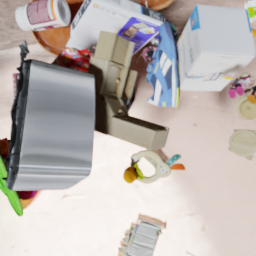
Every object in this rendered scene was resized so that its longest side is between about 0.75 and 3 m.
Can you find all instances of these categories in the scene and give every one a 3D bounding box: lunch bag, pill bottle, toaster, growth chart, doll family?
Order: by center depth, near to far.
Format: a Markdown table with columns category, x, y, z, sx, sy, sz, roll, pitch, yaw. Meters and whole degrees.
| category | x | y | z | sx | sy | sz | roll | pitch | yaw |
| --- | --- | --- | --- | --- | --- | --- | --- | --- | --- |
| doll family | 2.826 | -0.869 | 5.576 | 1.561 | 0.704 | 0.969 | -16 | 22 | 48 |
| toaster | -1.844 | 0.015 | 6.353 | 1.635 | 2.755 | 2.491 | 7 | 68 | -23 |
| growth chart | 0.338 | 3.013 | 7.420 | 0.978 | 0.120 | 1.351 | 18 | 47 | 19 |
| lunch bag | -1.430 | -1.637 | 7.434 | 1.157 | 1.313 | 0.538 | -38 | 82 | 15 |
| pill bottle | -2.558 | -3.375 | 8.399 | 1.448 | 0.827 | 0.827 | -3 | 42 | 17 |
| growth chart | 4.023 | -3.701 | 8.726 | 0.956 | 0.691 | 0.085 | -23 | 12 | -10 |

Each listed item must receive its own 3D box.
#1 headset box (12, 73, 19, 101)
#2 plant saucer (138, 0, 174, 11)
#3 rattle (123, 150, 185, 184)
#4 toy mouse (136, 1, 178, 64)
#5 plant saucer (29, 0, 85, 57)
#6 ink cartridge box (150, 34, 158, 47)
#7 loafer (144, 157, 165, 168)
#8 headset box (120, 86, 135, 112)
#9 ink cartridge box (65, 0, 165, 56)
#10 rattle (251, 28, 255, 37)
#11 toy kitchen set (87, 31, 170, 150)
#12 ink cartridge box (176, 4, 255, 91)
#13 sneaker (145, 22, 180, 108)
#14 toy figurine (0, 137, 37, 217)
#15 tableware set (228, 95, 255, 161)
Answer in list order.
| category | x | y | z | sx | sy | sz | roll | pitch | yaw |
| --- | --- | --- | --- | --- | --- | --- | --- | --- | --- |
| headset box | -2.703 | -0.919 | 8.265 | 1.245 | 1.673 | 0.646 | -5 | 11 | -30 |
| plant saucer | 1.154 | -5.089 | 11.078 | 1.507 | 0.243 | 1.507 | -11 | 50 | 14 |
| rattle | 0.645 | 0.941 | 6.578 | 1.343 | 0.959 | 0.874 | 4 | 78 | 13 |
| toy mouse | 1.142 | -3.168 | 10.288 | 1.987 | 2.236 | 0.433 | 22 | 35 | -5 |
| plant saucer | -2.282 | -3.881 | 10.148 | 2.619 | 2.619 | 0.423 | -19 | 26 | -19 |
| ink cartridge box | 1.413 | -3.605 | 11.693 | 1.106 | 0.242 | 1.116 | 14 | 38 | -23 |
| loafer | 0.915 | 1.075 | 9.246 | 0.993 | 0.339 | 0.376 | 33 | 53 | 29 |
| headset box | -1.014 | -1.134 | 11.147 | 2.194 | 0.847 | 1.633 | 12 | 46 | 14 |
| ink cartridge box | -0.494 | -3.096 | 8.926 | 2.413 | 2.436 | 0.529 | 7 | 70 | -30 |
| rattle | 2.732 | -2.352 | 8.980 | 1.654 | 2.315 | 1.507 | 43 | 20 | 20 |
| toy kitchen set | 0.310 | -0.946 | 7.424 | 2.188 | 2.425 | 1.978 | 19 | 9 | 26 |
| ink cartridge box | 2.217 | -2.049 | 7.632 | 1.401 | 1.937 | 1.426 | 1 | 71 | -8 |
| sneaker | 0.888 | -1.644 | 7.503 | 0.938 | 2.280 | 0.843 | -1 | 8 | 16 |
| toy figurine | -2.756 | 0.931 | 8.638 | 2.494 | 2.034 | 2.710 | -24 | 70 | -35 |
| tableware set | 3.533 | -0.036 | 7.247 | 1.625 | 1.946 | 0.226 | 9 | 12 | 24 |
